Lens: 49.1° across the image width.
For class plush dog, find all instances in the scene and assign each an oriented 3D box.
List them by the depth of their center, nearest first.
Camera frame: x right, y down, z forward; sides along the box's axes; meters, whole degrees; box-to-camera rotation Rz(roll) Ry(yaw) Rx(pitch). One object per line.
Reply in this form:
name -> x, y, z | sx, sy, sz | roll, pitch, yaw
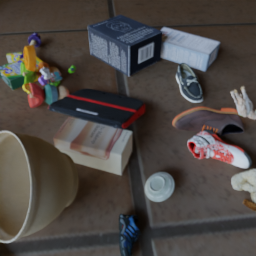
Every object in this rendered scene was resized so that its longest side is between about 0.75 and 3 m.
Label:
plush dog -> 3.495, 1.617, 7.263 | 1.272, 1.021, 1.093 | -5, 67, -5

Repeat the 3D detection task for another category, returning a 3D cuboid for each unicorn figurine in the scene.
unicorn figurine -> 4.007, -0.771, 9.452 | 1.849, 0.683, 1.270 | -23, 89, -41

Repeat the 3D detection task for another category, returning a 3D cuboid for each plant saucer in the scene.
plant saucer -> 0.805, 1.540, 7.489 | 0.851, 0.214, 0.851 | -17, 49, 21

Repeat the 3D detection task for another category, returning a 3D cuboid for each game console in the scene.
game console -> -0.927, -0.676, 9.406 | 2.676, 0.415, 2.367 | 14, 27, 17

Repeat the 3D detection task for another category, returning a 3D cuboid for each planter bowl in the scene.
planter bowl -> -2.230, 1.310, 6.678 | 1.607, 2.388, 2.388 | 6, 29, -49

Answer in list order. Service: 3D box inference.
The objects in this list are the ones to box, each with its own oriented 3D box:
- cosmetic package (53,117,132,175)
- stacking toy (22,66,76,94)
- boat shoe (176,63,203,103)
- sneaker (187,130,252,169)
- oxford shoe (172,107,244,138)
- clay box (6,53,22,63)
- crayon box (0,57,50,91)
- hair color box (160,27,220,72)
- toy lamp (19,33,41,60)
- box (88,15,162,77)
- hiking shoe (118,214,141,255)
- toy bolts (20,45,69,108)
cosmetic package -> -1.004, 0.507, 8.327 | 2.085, 0.909, 1.077 | 12, 43, 12
stacking toy -> -2.881, -1.861, 10.385 | 1.300, 0.405, 1.725 | -26, 4, 37
boat shoe -> 2.376, -1.799, 10.977 | 0.789, 0.629, 2.086 | -11, 44, -11
sneaker -> 2.597, 0.773, 8.257 | 0.980, 0.610, 1.828 | -24, 44, -26
oxford shoe -> 2.634, -0.130, 9.099 | 2.338, 0.832, 0.848 | -5, 48, -5
clay box -> -4.990, -3.118, 12.520 | 0.762, 0.438, 0.181 | -7, 44, -9
crayon box -> -4.216, -2.411, 11.714 | 1.992, 0.514, 1.253 | -31, 52, -29
hair color box -> 2.516, -3.629, 12.757 | 2.816, 0.854, 1.394 | 25, 49, 23
toy lamp -> -4.511, -3.744, 13.090 | 0.636, 0.636, 2.185 | 0, 46, 0
box -> -0.165, -3.730, 12.426 | 1.996, 1.439, 2.689 | -32, 52, -30
hiking shoe -> 0.044, 2.528, 6.527 | 0.519, 0.446, 1.198 | -3, 43, -1
toy bolts -> -3.000, -1.883, 10.364 | 1.429, 1.967, 2.060 | -8, 64, -30
